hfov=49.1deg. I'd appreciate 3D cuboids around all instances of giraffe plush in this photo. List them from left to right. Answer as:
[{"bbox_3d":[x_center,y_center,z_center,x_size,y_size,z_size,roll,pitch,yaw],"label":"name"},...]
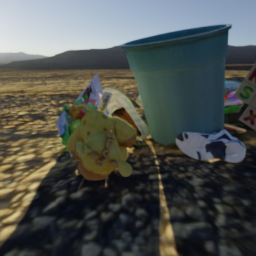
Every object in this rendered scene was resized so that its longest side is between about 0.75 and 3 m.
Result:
[{"bbox_3d":[-0.506,0.405,5.419,1.504,1.743,1.413,0,36,-6],"label":"giraffe plush"}]

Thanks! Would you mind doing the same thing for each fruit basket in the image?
[{"bbox_3d":[-1.123,-0.327,6.894,0.764,1.629,1.509,14,42,-35],"label":"fruit basket"}]

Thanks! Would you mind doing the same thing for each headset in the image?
[{"bbox_3d":[4.520,-0.402,9.738,2.970,1.396,1.834,-7,11,41],"label":"headset"}]

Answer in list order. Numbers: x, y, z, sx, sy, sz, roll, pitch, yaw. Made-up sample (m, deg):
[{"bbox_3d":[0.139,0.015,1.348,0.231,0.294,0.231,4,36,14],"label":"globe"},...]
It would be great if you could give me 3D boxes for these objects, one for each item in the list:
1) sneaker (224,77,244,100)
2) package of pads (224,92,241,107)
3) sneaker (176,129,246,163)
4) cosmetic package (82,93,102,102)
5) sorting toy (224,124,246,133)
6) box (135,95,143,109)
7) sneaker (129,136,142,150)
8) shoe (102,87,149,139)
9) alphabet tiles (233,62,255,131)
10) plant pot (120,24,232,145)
[{"bbox_3d":[3.176,-1.123,10.195,0.982,1.023,2.608,-22,1,-39],"label":"sneaker"},{"bbox_3d":[3.816,-1.161,12.285,2.288,0.866,1.379,-13,19,-40],"label":"package of pads"},{"bbox_3d":[2.050,0.375,6.940,1.598,0.638,1.040,3,11,22],"label":"sneaker"},{"bbox_3d":[-1.287,-1.060,12.057,1.123,0.789,2.214,-1,14,-2],"label":"cosmetic package"},{"bbox_3d":[3.161,-0.020,8.744,0.952,0.140,0.704,18,7,17],"label":"sorting toy"},{"bbox_3d":[0.949,-1.460,12.569,0.581,1.147,0.645,45,32,23],"label":"box"},{"bbox_3d":[-0.011,0.364,7.290,0.801,0.339,0.298,8,-24,-9],"label":"sneaker"},{"bbox_3d":[-0.124,-0.437,8.138,1.927,0.674,0.514,48,25,7],"label":"shoe"},{"bbox_3d":[4.217,-0.984,6.912,2.443,2.936,0.093,38,28,21],"label":"alphabet tiles"},{"bbox_3d":[1.427,-1.135,7.558,2.778,2.721,2.778,-11,20,4],"label":"plant pot"}]
